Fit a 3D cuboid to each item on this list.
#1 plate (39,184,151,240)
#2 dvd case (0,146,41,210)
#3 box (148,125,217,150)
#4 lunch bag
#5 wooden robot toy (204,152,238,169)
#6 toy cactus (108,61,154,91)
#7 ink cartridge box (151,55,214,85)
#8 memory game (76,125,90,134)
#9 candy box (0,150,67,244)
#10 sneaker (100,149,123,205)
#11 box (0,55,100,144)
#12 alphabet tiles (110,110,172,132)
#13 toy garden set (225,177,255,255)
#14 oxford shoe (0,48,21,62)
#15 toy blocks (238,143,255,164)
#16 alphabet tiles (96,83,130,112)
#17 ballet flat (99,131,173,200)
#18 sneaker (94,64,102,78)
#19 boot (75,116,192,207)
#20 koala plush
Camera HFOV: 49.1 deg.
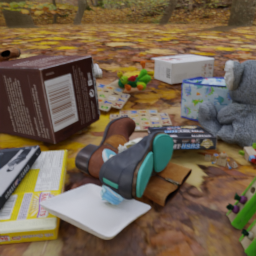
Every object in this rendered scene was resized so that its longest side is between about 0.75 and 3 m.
[{"bbox_3d":[-0.630,1.702,5.792,1.707,0.276,1.711,13,10,28],"label":"plate"},{"bbox_3d":[-3.298,1.225,6.441,1.789,0.294,2.381,-6,29,13],"label":"dvd case"},{"bbox_3d":[1.565,0.279,8.591,1.761,0.437,1.748,-1,9,-2],"label":"box"},{"bbox_3d":[2.908,-1.070,10.543,1.809,1.538,1.153,1,27,7],"label":"lunch bag"},{"bbox_3d":[2.646,0.823,7.909,0.919,0.417,0.405,15,30,28],"label":"wooden robot toy"},{"bbox_3d":[-0.030,-2.187,13.082,2.209,1.369,2.678,-12,13,25],"label":"toy cactus"},{"bbox_3d":[2.969,-3.378,15.815,2.756,1.155,2.419,-11,24,-22],"label":"ink cartridge box"},{"bbox_3d":[-2.021,-0.058,10.146,1.304,0.083,1.304,0,26,0],"label":"memory game"},{"bbox_3d":[-2.303,1.439,6.633,1.521,0.393,2.976,-1,26,-7],"label":"candy box"},{"bbox_3d":[-0.429,1.156,6.348,0.514,0.843,1.292,20,27,-43],"label":"sneaker"},{"bbox_3d":[-2.839,-1.126,9.469,2.838,2.355,2.331,9,27,31],"label":"box"},{"bbox_3d":[0.435,-0.304,10.608,2.277,0.072,1.895,-2,26,0],"label":"alphabet tiles"},{"bbox_3d":[2.553,1.493,4.528,0.504,2.107,2.527,22,22,-12],"label":"toy garden set"},{"bbox_3d":[-4.350,-2.505,9.687,1.310,0.467,0.467,-11,9,28],"label":"oxford shoe"},{"bbox_3d":[3.758,0.824,7.961,0.968,0.484,0.662,-4,36,-3],"label":"toy blocks"},{"bbox_3d":[-1.281,-1.397,12.027,2.500,0.079,2.081,15,37,12],"label":"alphabet tiles"},{"bbox_3d":[0.226,0.646,6.159,1.077,1.077,2.949,10,15,20],"label":"ballet flat"},{"bbox_3d":[-2.031,-3.370,16.511,0.642,0.585,1.566,-10,28,-19],"label":"sneaker"},{"bbox_3d":[0.381,0.683,7.594,2.762,0.946,2.600,15,30,28],"label":"boot"},{"bbox_3d":[3.780,-0.893,8.827,2.338,2.636,2.423,-1,27,-10],"label":"koala plush"}]
